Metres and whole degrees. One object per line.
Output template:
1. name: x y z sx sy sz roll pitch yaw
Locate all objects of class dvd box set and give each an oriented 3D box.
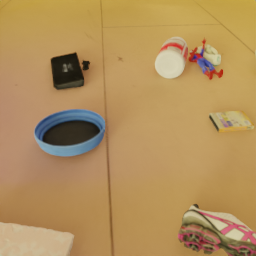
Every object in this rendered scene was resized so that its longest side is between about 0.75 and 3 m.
1. dvd box set: 3.252 -0.217 8.865 1.141 0.168 0.835 -6 39 -6

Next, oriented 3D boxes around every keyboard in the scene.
1. keyboard: -2.295 -2.378 11.449 1.594 0.340 2.654 -14 41 -7

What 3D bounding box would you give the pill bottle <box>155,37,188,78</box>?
1. pill bottle: 1.848 -2.981 11.518 1.138 1.138 2.028 10 40 13

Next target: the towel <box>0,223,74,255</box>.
1. towel: -2.491 2.813 4.914 2.546 0.410 2.431 7 39 8

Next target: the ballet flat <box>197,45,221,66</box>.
1. ballet flat: 3.633 -3.369 12.471 0.627 0.627 1.748 -11 39 -13

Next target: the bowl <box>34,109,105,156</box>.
1. bowl: -1.661 0.102 8.138 2.017 0.396 2.017 -1 33 1

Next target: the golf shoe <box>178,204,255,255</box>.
1. golf shoe: 2.121 2.096 5.503 2.129 0.773 0.980 15 41 18

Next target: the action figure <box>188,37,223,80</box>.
1. action figure: 3.150 -2.996 11.660 0.719 1.090 2.202 -11 38 -14
